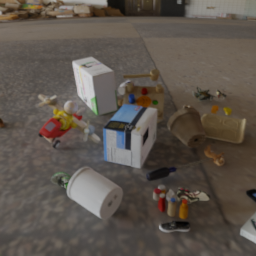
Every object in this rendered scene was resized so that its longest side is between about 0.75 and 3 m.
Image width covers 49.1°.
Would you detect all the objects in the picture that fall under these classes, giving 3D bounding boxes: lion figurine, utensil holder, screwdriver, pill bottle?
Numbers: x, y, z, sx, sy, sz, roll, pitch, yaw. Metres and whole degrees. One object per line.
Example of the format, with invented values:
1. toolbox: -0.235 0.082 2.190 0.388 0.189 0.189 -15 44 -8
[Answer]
1. lion figurine: 3.230 1.058 10.623 0.641 0.379 1.047 -29 41 -34
2. utensil holder: -0.977 1.940 8.340 1.304 1.109 1.109 25 38 31
3. screwdriver: 1.853 1.422 9.876 2.663 0.387 0.371 -9 47 -22
4. pill bottle: -0.123 -2.343 16.431 0.640 0.640 1.069 16 32 26

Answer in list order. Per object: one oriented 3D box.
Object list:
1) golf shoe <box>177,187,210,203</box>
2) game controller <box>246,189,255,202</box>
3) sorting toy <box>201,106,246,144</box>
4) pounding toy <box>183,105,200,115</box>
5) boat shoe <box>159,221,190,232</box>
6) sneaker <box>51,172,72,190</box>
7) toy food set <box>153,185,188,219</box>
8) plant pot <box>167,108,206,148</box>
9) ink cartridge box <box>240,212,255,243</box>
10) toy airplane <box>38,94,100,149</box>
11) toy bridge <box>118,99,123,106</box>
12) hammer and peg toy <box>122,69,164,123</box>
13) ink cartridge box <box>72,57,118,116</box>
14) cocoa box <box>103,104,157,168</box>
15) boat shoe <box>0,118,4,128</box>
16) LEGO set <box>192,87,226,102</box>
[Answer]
1. golf shoe: 2.029 2.179 8.745 1.022 0.395 0.450 6 47 19
2. game controller: 4.158 2.234 8.727 0.493 0.199 0.946 -15 33 -24
3. sorting toy: 4.293 -0.180 12.750 1.975 0.355 2.651 8 36 23
4. pounding toy: 2.806 -0.599 12.948 1.317 0.753 0.756 -29 26 -25
5. boat shoe: 1.303 2.709 7.782 0.854 0.283 0.299 3 30 3
6. sneaker: -2.039 1.763 9.152 1.131 0.441 0.482 6 17 17
7. toy food set: 1.218 2.114 8.496 0.665 0.627 1.393 -11 31 -19
8. plant pot: 2.516 0.086 11.532 1.444 1.444 1.253 -9 45 -16
9. ink cartridge box: 3.789 2.778 7.629 1.126 0.245 0.978 -24 31 -36
10. toy airplane: -2.478 -0.436 11.815 2.506 1.768 2.495 10 39 -29
11. toy bridge: 0.383 -1.589 15.474 2.003 0.273 0.673 -11 29 -16
12. hammer and peg toy: 0.722 -1.544 13.656 2.046 0.981 2.781 2 58 5
13. ink cartridge box: -1.774 -2.272 14.759 1.234 2.129 2.940 -18 34 -21
14. cocoa box: 0.132 0.240 10.924 1.485 1.509 2.263 10 31 17
15. boat shoe: -5.980 -0.237 13.088 0.270 0.256 0.752 -17 33 -27
16. LEGO set: 4.433 -1.746 15.680 2.151 0.610 1.397 9 30 -11
